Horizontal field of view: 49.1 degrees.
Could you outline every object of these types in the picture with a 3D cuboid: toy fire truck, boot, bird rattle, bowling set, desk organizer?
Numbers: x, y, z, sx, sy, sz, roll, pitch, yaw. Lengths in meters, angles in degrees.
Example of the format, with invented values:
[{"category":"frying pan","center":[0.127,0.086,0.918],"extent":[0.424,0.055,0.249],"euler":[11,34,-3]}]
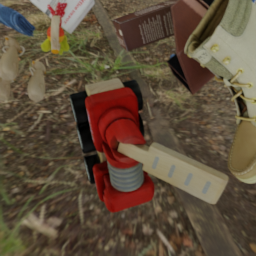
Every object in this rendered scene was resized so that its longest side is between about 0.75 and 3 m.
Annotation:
[{"category":"toy fire truck","center":[0.158,0.576,4.398],"extent":[1.548,2.118,2.406],"euler":[-14,36,-12]},{"category":"boot","center":[1.775,-0.639,4.518],"extent":[2.097,2.712,0.977],"euler":[24,-2,-22]},{"category":"bird rattle","center":[-1.601,-2.212,6.394],"extent":[0.671,1.192,0.971],"euler":[8,36,-17]},{"category":"bowling set","center":[-2.975,-1.340,6.183],"extent":[1.477,2.122,1.139],"euler":[-18,54,14]},{"category":"desk organizer","center":[1.440,-1.738,6.381],"extent":[1.016,2.640,0.947],"euler":[-42,69,8]}]

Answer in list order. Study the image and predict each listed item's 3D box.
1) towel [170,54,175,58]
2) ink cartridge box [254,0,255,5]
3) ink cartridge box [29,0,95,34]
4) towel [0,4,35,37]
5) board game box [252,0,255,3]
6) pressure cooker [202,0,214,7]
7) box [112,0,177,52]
[{"category":"towel","center":[2.553,-2.691,11.525],"extent":[1.678,0.407,0.937],"euler":[6,42,6]},{"category":"ink cartridge box","center":[3.150,-2.292,6.608],"extent":[0.444,1.135,2.397],"euler":[34,75,-18]},{"category":"ink cartridge box","center":[-1.780,-3.351,7.190],"extent":[1.514,1.105,0.636],"euler":[40,7,-8]},{"category":"towel","center":[-3.686,-3.339,8.405],"extent":[1.721,0.961,0.418],"euler":[30,86,18]},{"category":"board game box","center":[3.297,-3.613,7.800],"extent":[2.147,2.717,0.529],"euler":[25,43,26]},{"category":"pressure cooker","center":[2.074,-2.887,6.592],"extent":[1.114,1.096,1.247],"euler":[47,19,26]},{"category":"box","center":[0.876,-3.161,8.370],"extent":[2.462,0.923,1.233],"euler":[-18,27,-3]}]
